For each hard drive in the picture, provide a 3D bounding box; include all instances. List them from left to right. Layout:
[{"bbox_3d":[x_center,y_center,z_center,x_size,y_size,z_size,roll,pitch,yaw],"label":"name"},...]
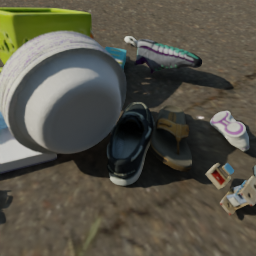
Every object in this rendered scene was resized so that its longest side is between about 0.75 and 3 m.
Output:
[{"bbox_3d":[-3.035,-0.011,7.434,1.772,0.341,2.686,-13,45,-16],"label":"hard drive"}]

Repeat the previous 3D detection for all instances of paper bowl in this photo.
[{"bbox_3d":[-1.226,-0.531,5.977,2.677,2.677,1.392,-24,49,-23],"label":"paper bowl"}]

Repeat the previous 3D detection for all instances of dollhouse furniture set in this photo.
[{"bbox_3d":[2.089,1.144,5.663,0.636,0.640,0.908,-31,76,-41],"label":"dollhouse furniture set"}]

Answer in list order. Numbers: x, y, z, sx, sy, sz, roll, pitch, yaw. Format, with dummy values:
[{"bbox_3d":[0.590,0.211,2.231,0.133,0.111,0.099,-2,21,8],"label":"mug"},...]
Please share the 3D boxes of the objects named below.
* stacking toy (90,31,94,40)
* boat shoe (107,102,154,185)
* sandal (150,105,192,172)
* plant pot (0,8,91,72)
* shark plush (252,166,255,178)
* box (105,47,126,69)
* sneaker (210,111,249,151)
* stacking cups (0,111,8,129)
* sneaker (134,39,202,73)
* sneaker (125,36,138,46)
[{"bbox_3d":[-1.850,-2.715,9.795,1.130,1.130,1.546,6,73,6],"label":"stacking toy"},{"bbox_3d":[0.123,0.101,6.980,1.040,0.830,2.751,1,42,8],"label":"boat shoe"},{"bbox_3d":[1.163,0.043,6.934,1.030,0.688,2.521,19,37,-1],"label":"sandal"},{"bbox_3d":[-2.581,-2.339,8.229,2.328,2.112,2.316,-19,32,-36],"label":"plant pot"},{"bbox_3d":[3.071,1.421,5.894,0.705,0.769,1.693,-7,14,-1],"label":"shark plush"},{"bbox_3d":[-0.606,-2.030,9.431,0.779,0.465,1.893,11,45,2],"label":"box"},{"bbox_3d":[2.631,0.085,7.286,0.586,0.779,1.564,-31,23,10],"label":"sneaker"},{"bbox_3d":[-3.269,-0.284,6.945,2.573,0.778,0.778,-17,46,-21],"label":"stacking cups"},{"bbox_3d":[1.252,-2.127,9.031,2.213,0.969,0.824,25,26,24],"label":"sneaker"},{"bbox_3d":[0.082,-3.410,10.790,0.755,0.334,0.284,38,99,40],"label":"sneaker"}]
